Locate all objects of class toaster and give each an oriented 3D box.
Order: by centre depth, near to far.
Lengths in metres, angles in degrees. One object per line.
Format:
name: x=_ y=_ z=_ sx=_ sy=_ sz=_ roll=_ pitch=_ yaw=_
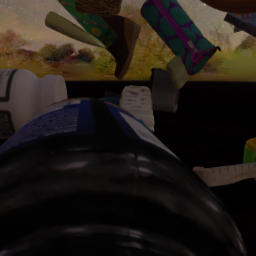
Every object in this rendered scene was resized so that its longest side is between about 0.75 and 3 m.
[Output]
toaster: x=1.394 y=-1.389 z=10.924 sx=1.081 sy=1.822 sz=1.647 roll=9 pitch=8 yaw=14

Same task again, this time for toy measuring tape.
toy measuring tape: x=1.751 y=0.470 z=4.087 sx=2.154 sy=0.793 sz=0.793 roll=-6 pitch=13 yaw=-18

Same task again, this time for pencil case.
pencil case: x=1.643 y=-3.188 z=9.206 sx=1.230 sy=2.891 sz=1.336 roll=-38 pitch=-13 yaw=14

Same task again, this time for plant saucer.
plant saucer: x=1.071 y=-1.765 z=2.572 sx=1.484 sy=1.484 sz=0.240 roll=8 pitch=49 yaw=34

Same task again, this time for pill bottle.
pill bottle: x=-0.246 y=0.617 z=1.629 sx=1.400 sy=1.400 sz=2.504 roll=-2 pitch=12 yaw=-8
pill bottle: x=-3.029 y=-0.564 z=6.717 sx=2.884 sy=1.670 sz=1.670 roll=0 pitch=12 yaw=-2

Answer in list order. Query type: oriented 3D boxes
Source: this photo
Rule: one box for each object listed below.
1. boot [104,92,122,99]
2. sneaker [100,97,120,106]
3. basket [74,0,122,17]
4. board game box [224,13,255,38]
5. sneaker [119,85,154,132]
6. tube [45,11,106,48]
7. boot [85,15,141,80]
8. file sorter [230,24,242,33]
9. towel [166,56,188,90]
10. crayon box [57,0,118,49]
boot: x=-0.059 y=-1.314 z=12.801 sx=1.697 sy=0.675 sz=1.950 roll=4 pitch=10 yaw=19
sneaker: x=-0.856 y=-0.825 z=10.489 sx=1.768 sy=0.676 sz=0.714 roll=1 pitch=7 yaw=-7
basket: x=-0.759 y=-4.051 z=8.098 sx=1.241 sy=1.295 sz=1.738 roll=9 pitch=31 yaw=0
board game box: x=3.290 y=-3.175 z=7.892 sx=1.014 sy=1.015 sz=0.313 roll=20 pitch=-19 yaw=6
sneaker: x=0.152 y=-0.543 z=7.794 sx=1.130 sy=1.193 sz=2.955 roll=1 pitch=12 yaw=-1
tube: x=-1.503 y=-2.782 z=8.173 sx=1.864 sy=0.484 sz=0.541 roll=29 pitch=56 yaw=5
boot: x=-0.811 y=-3.559 z=11.978 sx=2.184 sy=2.625 sz=0.950 roll=17 pitch=0 yaw=-1
file sorter: x=3.550 y=-3.531 z=8.749 sx=0.578 sy=0.832 sz=0.518 roll=-15 pitch=56 yaw=3
towel: x=1.318 y=-1.471 z=7.379 sx=0.186 sy=0.758 sz=1.022 roll=-17 pitch=16 yaw=34
crayon box: x=-1.555 y=-4.188 z=10.589 sx=0.711 sy=2.440 sz=1.449 roll=-43 pitch=-2 yaw=10
